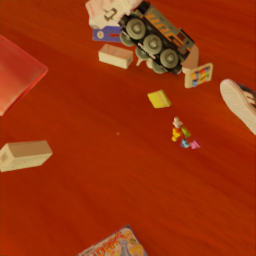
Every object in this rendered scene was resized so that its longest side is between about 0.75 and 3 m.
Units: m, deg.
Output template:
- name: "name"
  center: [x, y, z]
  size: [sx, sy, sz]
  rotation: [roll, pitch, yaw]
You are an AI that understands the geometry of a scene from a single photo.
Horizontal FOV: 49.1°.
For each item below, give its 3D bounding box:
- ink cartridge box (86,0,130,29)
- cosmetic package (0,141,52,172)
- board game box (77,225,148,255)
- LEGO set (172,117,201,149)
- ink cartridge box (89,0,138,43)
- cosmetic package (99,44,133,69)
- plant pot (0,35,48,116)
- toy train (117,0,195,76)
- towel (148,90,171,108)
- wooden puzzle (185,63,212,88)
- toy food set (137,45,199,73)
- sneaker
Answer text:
- name: "ink cartridge box"
  center: [-0.646, -3.839, 8.800]
  size: [1.197, 0.505, 0.867]
  rotation: [-31, 58, 16]
- name: "cosmetic package"
  center: [-2.827, 0.749, 7.677]
  size: [0.476, 0.674, 1.302]
  rotation: [56, 25, 16]
- name: "board game box"
  center: [-0.430, 3.663, 7.755]
  size: [1.760, 0.303, 1.192]
  rotation: [-26, 55, -20]
- name: "LEGO set"
  center: [1.434, 0.253, 7.556]
  size: [0.383, 0.412, 1.003]
  rotation: [-28, 70, -26]
- name: "ink cartridge box"
  center: [-0.545, -4.323, 10.714]
  size: [1.967, 1.971, 0.400]
  rotation: [10, 15, 20]
- name: "cosmetic package"
  center: [-0.589, -3.462, 13.524]
  size: [1.479, 0.540, 0.766]
  rotation: [20, 53, 15]
- name: "plant pot"
  center: [-3.448, -1.540, 7.616]
  size: [1.678, 1.896, 1.896]
  rotation: [44, 53, -17]
- name: "toy train"
  center: [0.994, -3.168, 9.876]
  size: [2.848, 1.213, 1.623]
  rotation: [39, 77, -12]
- name: "towel"
  center: [1.004, -0.931, 9.164]
  size: [0.116, 1.281, 0.551]
  rotation: [-31, 99, -12]
- name: "wooden puzzle"
  center: [2.377, -1.702, 9.404]
  size: [0.905, 0.839, 0.210]
  rotation: [-17, 58, -1]
- name: "toy food set"
  center: [1.967, -3.317, 13.342]
  size: [2.808, 0.848, 2.015]
  rotation: [16, 51, 2]
- name: "sneaker"
  center: [4.833, -0.919, 11.087]
  size: [1.089, 1.075, 2.742]
  rotation: [-24, 65, -14]
